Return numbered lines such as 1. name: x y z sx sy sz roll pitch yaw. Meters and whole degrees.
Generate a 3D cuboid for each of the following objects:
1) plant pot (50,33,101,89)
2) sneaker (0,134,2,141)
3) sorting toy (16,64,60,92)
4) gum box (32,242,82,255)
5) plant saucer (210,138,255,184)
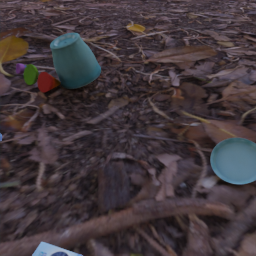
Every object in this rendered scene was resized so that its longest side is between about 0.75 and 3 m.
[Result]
1. plant pot: -2.023 -2.532 10.231 1.632 1.534 1.632 -13 40 11
2. sneaker: -4.709 0.111 7.224 2.594 1.011 0.910 -5 35 -7
3. sorting toy: -3.380 -1.970 10.711 2.194 0.761 0.756 28 20 31
4. gum box: -1.225 2.414 4.606 0.974 0.217 0.828 12 36 16
5. plant saucer: 2.586 0.790 6.640 1.207 0.165 1.207 -9 56 13
